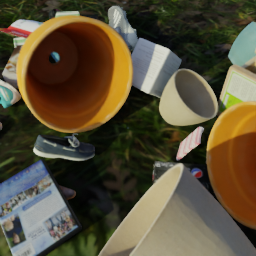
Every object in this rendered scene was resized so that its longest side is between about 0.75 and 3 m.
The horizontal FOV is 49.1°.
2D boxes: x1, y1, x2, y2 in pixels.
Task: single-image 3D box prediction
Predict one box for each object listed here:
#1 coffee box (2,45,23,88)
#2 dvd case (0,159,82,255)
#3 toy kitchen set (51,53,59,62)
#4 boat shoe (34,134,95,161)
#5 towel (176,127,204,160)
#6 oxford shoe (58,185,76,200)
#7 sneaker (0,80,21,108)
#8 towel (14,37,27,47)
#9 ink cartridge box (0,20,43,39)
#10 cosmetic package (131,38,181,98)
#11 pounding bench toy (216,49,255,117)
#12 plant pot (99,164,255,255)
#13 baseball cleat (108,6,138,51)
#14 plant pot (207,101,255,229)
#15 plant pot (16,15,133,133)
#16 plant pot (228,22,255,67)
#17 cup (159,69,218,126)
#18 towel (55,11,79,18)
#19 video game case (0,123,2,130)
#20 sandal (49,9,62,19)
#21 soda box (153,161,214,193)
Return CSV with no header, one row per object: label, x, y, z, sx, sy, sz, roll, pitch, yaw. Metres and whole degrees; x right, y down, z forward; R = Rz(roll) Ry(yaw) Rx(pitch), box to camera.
coffee box,-3.593,-2.172,9.806,0.966,0.673,1.689,0,48,0
dvd case,-2.112,1.813,6.241,1.445,0.178,2.025,-32,59,-14
toy kitchen set,-2.301,-3.033,9.796,1.383,1.108,0.815,-40,77,10
boat shoe,-1.537,0.445,7.113,1.640,0.507,0.614,10,23,-32
towel,1.564,0.407,7.090,0.134,0.893,0.653,35,44,-5
oxford shoe,-1.679,1.509,6.684,0.847,0.309,0.302,4,48,4
sneaker,-4.323,-1.208,8.950,1.853,0.718,0.738,24,61,20
towel,-4.229,-3.397,11.313,0.741,0.114,0.971,-14,49,-14
ink cartridge box,-3.714,-3.787,10.713,1.773,0.552,2.203,21,20,21
cosmetic package,0.735,-1.832,8.772,1.146,1.378,1.153,31,12,27
pounding bench toy,4.065,-1.429,7.667,2.206,2.828,1.757,-34,56,-27
plant pot,1.112,2.508,4.435,2.846,2.665,2.665,40,56,5
baseball cleat,-0.601,-4.049,11.315,1.521,0.997,2.858,-16,49,-15
plant pot,3.200,0.660,5.639,2.164,2.364,2.364,-1,46,-22
plant pot,-1.814,-1.759,8.067,2.968,2.968,2.717,-25,37,-21
plant pot,4.195,-2.474,9.565,1.222,1.815,1.815,-33,44,23
cup,1.553,-0.691,7.969,1.599,1.143,1.599,19,53,-27
towel,-2.588,-4.466,12.047,1.079,0.166,1.415,-6,63,-6
video game case,-5.051,0.319,7.826,2.196,0.242,2.001,16,50,13
sandal,-3.104,-4.941,12.496,0.701,0.447,1.866,-16,50,-14
soda box,1.363,1.203,6.841,1.498,0.474,0.530,4,50,4
